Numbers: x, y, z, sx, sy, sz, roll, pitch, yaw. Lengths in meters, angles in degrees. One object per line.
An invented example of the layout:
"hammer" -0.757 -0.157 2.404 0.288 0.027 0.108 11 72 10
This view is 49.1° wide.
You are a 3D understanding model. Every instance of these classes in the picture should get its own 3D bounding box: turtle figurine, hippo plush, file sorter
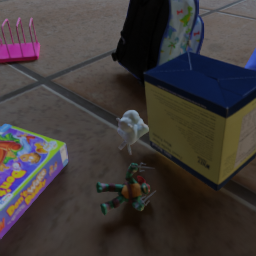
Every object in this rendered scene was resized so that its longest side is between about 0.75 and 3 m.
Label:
"turtle figurine" 0.038 1.197 5.302 1.191 0.600 0.892 -11 57 -18
"hippo plush" -0.037 -0.038 6.509 0.730 0.737 0.916 25 66 37
"file sorter" -4.547 -3.401 10.665 2.008 1.259 1.395 -7 38 -9

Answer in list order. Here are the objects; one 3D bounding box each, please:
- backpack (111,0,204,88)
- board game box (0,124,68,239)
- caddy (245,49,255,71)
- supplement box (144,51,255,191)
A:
"backpack" 1.030 -3.039 8.812 2.086 2.838 2.597 -10 40 -29
"board game box" -2.622 1.030 5.552 1.702 0.567 2.531 15 41 19
"caddy" 4.216 -1.561 7.885 1.710 1.270 2.419 27 12 8
"supplement box" 1.497 -0.212 5.687 1.313 1.955 1.957 -30 42 -26
